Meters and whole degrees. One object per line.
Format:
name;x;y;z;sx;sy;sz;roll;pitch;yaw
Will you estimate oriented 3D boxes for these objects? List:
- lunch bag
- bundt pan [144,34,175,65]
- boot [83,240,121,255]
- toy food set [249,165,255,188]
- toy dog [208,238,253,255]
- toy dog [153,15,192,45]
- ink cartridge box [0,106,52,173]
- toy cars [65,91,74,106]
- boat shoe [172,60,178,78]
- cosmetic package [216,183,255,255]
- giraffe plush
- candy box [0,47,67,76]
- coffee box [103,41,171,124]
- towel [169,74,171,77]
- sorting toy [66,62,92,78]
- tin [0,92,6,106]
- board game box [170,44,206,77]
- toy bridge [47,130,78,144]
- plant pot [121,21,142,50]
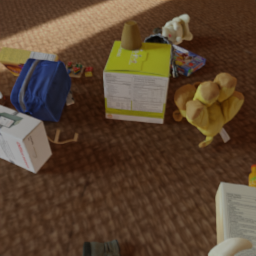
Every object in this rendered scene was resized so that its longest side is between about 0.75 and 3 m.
lunch bag;-3.632;-1.472;11.501;1.718;1.764;2.597;7;61;10
bundt pan;1.593;-3.793;14.057;1.845;1.845;0.692;31;41;27
boot;-0.646;3.762;7.360;1.076;0.558;1.647;4;50;-11
toy food set;5.197;1.461;8.741;1.256;2.631;1.184;38;43;-15
toy dog;2.056;3.416;4.862;2.583;1.803;2.505;29;65;-15
toy dog;2.311;-5.427;15.899;2.085;1.455;2.022;-35;42;-29
ink cartridge box;-4.096;0.325;9.855;2.476;1.807;1.041;19;49;17
toy cars;-3.047;-1.477;12.678;1.657;0.367;0.743;23;68;17
boat shoe;2.340;-2.911;13.773;0.257;0.852;0.322;0;18;24
cosmetic package;3.233;2.919;7.890;1.348;0.911;2.562;9;46;8
giraffe plush;2.751;-0.895;10.758;2.415;2.799;2.270;-32;41;-11
candy box;-4.419;-2.930;13.186;2.711;1.581;0.765;11;75;10
coffee box;0.436;-1.932;11.657;2.442;2.414;2.438;6;45;6
towel;1.170;-2.719;13.875;1.200;0.190;1.671;-36;54;-15
sorting toy;-2.731;-2.974;14.188;1.950;0.330;0.940;6;46;5
tin;-6.409;-1.130;12.345;1.871;0.392;1.048;-17;52;-17
board game box;2.669;-3.645;14.796;1.568;0.399;2.316;-35;54;-30
toy bridge;-2.645;0.316;10.412;1.492;0.502;0.203;12;8;-14
plant pot;0.113;-3.690;11.073;0.869;0.932;0.869;-2;43;2
